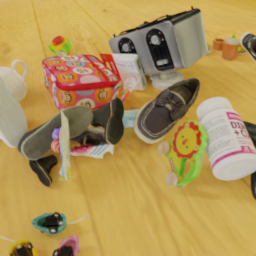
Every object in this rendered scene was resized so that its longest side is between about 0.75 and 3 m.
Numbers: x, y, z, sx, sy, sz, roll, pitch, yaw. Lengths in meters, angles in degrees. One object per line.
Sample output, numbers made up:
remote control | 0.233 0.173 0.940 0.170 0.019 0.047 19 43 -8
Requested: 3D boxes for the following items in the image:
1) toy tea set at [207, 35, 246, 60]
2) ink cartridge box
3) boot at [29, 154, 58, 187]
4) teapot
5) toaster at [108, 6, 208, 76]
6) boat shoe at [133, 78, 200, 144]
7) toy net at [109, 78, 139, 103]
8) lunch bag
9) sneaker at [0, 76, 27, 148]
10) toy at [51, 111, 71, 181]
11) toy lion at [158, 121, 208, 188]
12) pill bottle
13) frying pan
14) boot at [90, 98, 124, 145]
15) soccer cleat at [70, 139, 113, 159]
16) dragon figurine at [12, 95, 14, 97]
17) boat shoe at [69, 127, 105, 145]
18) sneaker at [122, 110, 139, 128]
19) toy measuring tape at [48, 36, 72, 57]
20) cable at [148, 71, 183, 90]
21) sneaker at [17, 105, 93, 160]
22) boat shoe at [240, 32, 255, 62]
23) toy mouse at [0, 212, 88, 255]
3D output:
toy tea set | 4.095 -4.012 12.896 2.828 1.047 1.682 20 40 26
ink cartridge box | -0.233 -1.961 9.796 1.592 1.294 0.454 7 53 27
boot | -1.856 0.951 6.642 0.644 0.360 0.930 -16 45 -39
teapot | -4.213 -1.538 9.351 1.587 1.174 1.608 -7 36 -11
toaster | 1.218 -3.117 10.302 2.701 1.772 2.987 -1 27 39
boat shoe | 1.204 -0.654 8.040 1.049 0.945 2.917 45 49 5
toy net | -0.182 -1.051 8.633 0.421 1.143 2.178 34 52 -3
lunch bag | -1.476 -1.602 9.468 2.413 1.122 2.739 -11 36 -26
sneaker | -3.634 -0.502 7.379 1.350 2.335 0.860 -11 17 34
toy | -1.496 0.439 6.198 0.348 0.848 1.472 -8 80 -5
toy lion | 1.263 0.526 6.138 0.438 1.223 1.276 17 49 -34
pill bottle | 2.093 0.196 6.110 0.948 0.948 1.672 -4 53 -6
frying pan | 3.159 0.776 6.583 1.708 0.460 2.824 11 38 -9
boot | -0.640 -0.043 7.290 0.997 0.558 1.441 -21 38 28
soccer cleat | -0.884 0.608 7.009 1.089 0.470 0.380 -13 17 -2
dragon figurine | -3.556 -0.730 8.065 1.624 0.808 0.478 61 26 11
boat shoe | -1.113 0.253 7.434 1.417 0.510 0.459 5 45 6
sneaker | -0.029 -0.223 8.027 1.367 0.505 0.560 -18 25 -23
toy measuring tape | -2.646 -3.435 12.127 0.910 0.910 2.474 -26 41 -32
cable | 1.433 -1.750 10.301 1.124 0.389 1.124 -30 46 -32
sneaker | -1.909 0.019 7.122 1.992 0.745 1.058 -34 20 -26
boat shoe | 5.335 -3.032 11.176 2.083 0.748 0.704 24 16 -30
toy mouse | -1.315 2.063 5.067 1.664 0.322 1.479 30 46 34
